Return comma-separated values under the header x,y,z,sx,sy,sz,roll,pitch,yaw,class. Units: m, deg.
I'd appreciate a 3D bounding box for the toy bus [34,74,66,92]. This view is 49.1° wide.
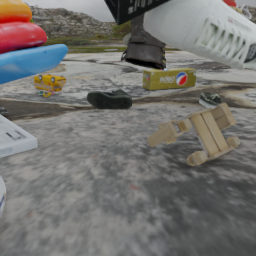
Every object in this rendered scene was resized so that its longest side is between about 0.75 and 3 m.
x,y,z,sx,sy,sz,roll,pitch,yaw,class
-3.423,-1.987,12.256,1.673,0.655,0.545,15,23,36,toy bus

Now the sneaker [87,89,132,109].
x,y,z,sx,sy,sz,roll,pitch,yaw,class
-0.623,-1.011,9.664,1.540,0.589,0.882,3,18,0,sneaker

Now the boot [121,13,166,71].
x,y,z,sx,sy,sz,roll,pitch,yaw,class
0.842,-2.278,7.166,2.038,1.774,0.705,3,-16,-6,boot

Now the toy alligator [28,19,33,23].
x,y,z,sx,sy,sz,roll,pitch,yaw,class
-3.023,-3.087,7.307,0.716,2.980,0.988,-17,56,-3,toy alligator

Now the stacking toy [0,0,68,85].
x,y,z,sx,sy,sz,roll,pitch,yaw,class
-2.107,-1.918,3.561,1.539,2.805,1.628,-11,18,20,stacking toy

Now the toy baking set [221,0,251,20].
x,y,z,sx,sy,sz,roll,pitch,yaw,class
2.655,-3.052,7.103,0.298,2.559,1.964,-19,31,44,toy baking set

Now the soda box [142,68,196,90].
x,y,z,sx,sy,sz,roll,pitch,yaw,class
1.884,-2.264,12.790,2.428,0.822,0.777,-8,21,-22,soda box

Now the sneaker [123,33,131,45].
x,y,z,sx,sy,sz,roll,pitch,yaw,class
0.596,-3.128,10.572,1.533,0.573,0.814,2,-14,3,sneaker

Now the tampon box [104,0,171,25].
x,y,z,sx,sy,sz,roll,pitch,yaw,class
0.272,-1.991,2.914,1.392,1.043,0.879,-28,-6,-7,tampon box

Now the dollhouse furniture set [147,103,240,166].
x,y,z,sx,sy,sz,roll,pitch,yaw,class
1.434,0.238,5.947,1.977,1.025,0.875,-16,-14,-39,dollhouse furniture set

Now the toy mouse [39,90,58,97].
x,y,z,sx,sy,sz,roll,pitch,yaw,class
-3.299,-1.397,11.341,0.828,0.160,0.736,-12,23,-30,toy mouse

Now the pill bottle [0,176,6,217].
x,y,z,sx,sy,sz,roll,pitch,yaw,class
-1.951,1.142,2.809,1.059,1.059,1.908,-4,20,-12,pill bottle

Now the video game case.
x,y,z,sx,sy,sz,roll,pitch,yaw,class
-3.657,0.281,6.444,2.227,0.280,2.447,-16,26,-39,video game case

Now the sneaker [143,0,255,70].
x,y,z,sx,sy,sz,roll,pitch,yaw,class
1.425,-1.491,4.423,2.626,1.003,1.057,0,44,-35,sneaker

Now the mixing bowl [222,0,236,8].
x,y,z,sx,sy,sz,roll,pitch,yaw,class
2.745,-3.585,8.791,1.652,0.894,1.652,3,12,-1,mixing bowl

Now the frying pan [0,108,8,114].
x,y,z,sx,sy,sz,roll,pitch,yaw,class
-4.044,-0.419,8.026,0.942,0.253,1.557,-9,5,-5,frying pan

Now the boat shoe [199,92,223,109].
x,y,z,sx,sy,sz,roll,pitch,yaw,class
2.879,-0.935,9.589,0.504,0.454,1.425,-6,20,-17,boat shoe
